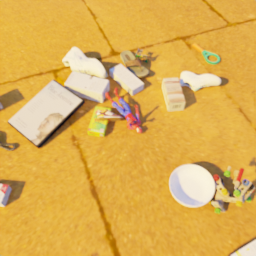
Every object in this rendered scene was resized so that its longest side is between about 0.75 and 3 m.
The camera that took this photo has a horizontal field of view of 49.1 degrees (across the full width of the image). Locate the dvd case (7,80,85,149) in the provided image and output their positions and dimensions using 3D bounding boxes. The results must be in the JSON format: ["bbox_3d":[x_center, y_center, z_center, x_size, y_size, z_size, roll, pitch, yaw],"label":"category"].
[{"bbox_3d":[-3.451,-0.666,11.863,1.973,0.243,2.766,34,70,22],"label":"dvd case"}]

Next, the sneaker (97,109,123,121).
[{"bbox_3d":[-0.754,-0.559,11.594,1.059,0.397,0.477,1,67,-12],"label":"sneaker"}]

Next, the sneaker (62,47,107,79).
[{"bbox_3d":[-2.076,-2.891,13.417,2.627,0.924,1.053,33,70,28],"label":"sneaker"}]

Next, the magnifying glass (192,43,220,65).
[{"bbox_3d":[3.983,-3.831,14.434,0.691,0.195,1.737,-31,59,-20],"label":"magnifying glass"}]

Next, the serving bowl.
[{"bbox_3d":[2.227,2.106,9.937,1.575,0.518,1.575,-2,55,3],"label":"serving bowl"}]

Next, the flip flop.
[{"bbox_3d":[0.270,-3.202,13.710,0.864,0.613,2.130,-22,57,-15],"label":"flip flop"}]

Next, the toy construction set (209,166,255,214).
[{"bbox_3d":[3.384,2.209,9.289,1.418,1.700,1.306,18,61,23],"label":"toy construction set"}]

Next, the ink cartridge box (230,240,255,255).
[{"bbox_3d":[3.603,4.185,8.441,1.344,0.561,0.976,-23,58,-16],"label":"ink cartridge box"}]

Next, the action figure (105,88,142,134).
[{"bbox_3d":[-0.072,-0.783,11.563,0.741,1.125,2.272,-30,75,-19],"label":"action figure"}]

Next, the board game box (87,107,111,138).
[{"bbox_3d":[-1.200,-0.266,11.786,0.676,0.317,1.330,9,55,6],"label":"board game box"}]

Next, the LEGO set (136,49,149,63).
[{"bbox_3d":[0.742,-3.649,14.045,0.792,0.609,0.459,15,72,19],"label":"LEGO set"}]

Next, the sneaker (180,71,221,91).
[{"bbox_3d":[3.301,-2.042,12.951,1.845,0.694,0.816,10,66,15],"label":"sneaker"}]

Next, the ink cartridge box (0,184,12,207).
[{"bbox_3d":[-4.732,2.343,9.865,0.947,0.396,0.683,6,55,4],"label":"ink cartridge box"}]

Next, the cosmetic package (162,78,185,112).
[{"bbox_3d":[2.002,-1.495,12.475,0.749,0.633,1.450,-7,55,-5],"label":"cosmetic package"}]

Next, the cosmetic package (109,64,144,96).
[{"bbox_3d":[-0.091,-2.267,13.149,0.706,0.433,1.710,-33,61,-21],"label":"cosmetic package"}]

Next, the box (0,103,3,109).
[{"bbox_3d":[-6.513,-0.850,11.939,1.915,0.745,0.909,-33,61,-21],"label":"box"}]

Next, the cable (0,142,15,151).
[{"bbox_3d":[-5.184,0.628,11.131,1.359,0.342,0.660,23,58,16],"label":"cable"}]

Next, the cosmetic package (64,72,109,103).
[{"bbox_3d":[-1.852,-1.862,12.722,1.831,0.678,0.931,16,56,10],"label":"cosmetic package"}]
